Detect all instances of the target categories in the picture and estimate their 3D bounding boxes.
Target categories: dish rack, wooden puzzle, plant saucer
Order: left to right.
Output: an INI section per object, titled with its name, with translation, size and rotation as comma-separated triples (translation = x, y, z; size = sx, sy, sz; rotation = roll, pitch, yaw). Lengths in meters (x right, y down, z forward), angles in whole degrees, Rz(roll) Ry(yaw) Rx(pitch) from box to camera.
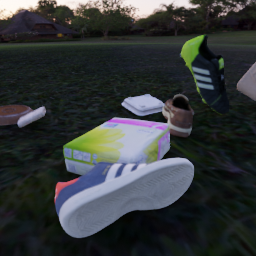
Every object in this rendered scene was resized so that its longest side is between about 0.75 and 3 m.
[plant saucer]
translation = -4.075, -0.494, 9.618
size = 1.682, 0.290, 1.682
rotation = -1, 20, 0
[dish rack]
translation = 0.611, -0.915, 10.453
size = 1.407, 0.306, 1.208
rotation = -14, 34, -35
[wooden puzzle]
translation = 5.278, -1.683, 9.682
size = 2.038, 2.201, 0.509
rotation = 40, 3, 27

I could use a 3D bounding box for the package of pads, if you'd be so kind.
[package of pads]
translation = -0.103, 0.459, 6.428
size = 1.719, 0.759, 2.225
rotation = 9, 23, 27

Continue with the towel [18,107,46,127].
[towel]
translation = -2.956, -0.364, 8.670
size = 0.813, 0.211, 1.226
rotation = -29, 17, -7

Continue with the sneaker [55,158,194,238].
[sneaker]
translation = -0.052, 0.916, 4.919
size = 2.542, 0.953, 1.074
rotation = -11, 27, -27

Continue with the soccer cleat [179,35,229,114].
[soccer cleat]
translation = 2.849, -1.764, 9.582
size = 0.964, 2.855, 1.157
rotation = -38, 11, -38

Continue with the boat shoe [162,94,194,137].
[boat shoe]
translation = 1.649, -0.596, 8.775
size = 0.921, 0.922, 2.493
rotation = 9, 23, -4
